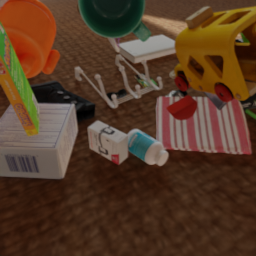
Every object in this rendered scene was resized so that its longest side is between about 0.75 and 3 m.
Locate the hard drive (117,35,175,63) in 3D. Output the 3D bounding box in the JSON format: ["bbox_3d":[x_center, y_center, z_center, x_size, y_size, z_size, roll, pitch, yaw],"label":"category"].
[{"bbox_3d":[1.001,-3.833,13.428,2.686,0.353,1.771,-19,42,-24],"label":"hard drive"}]

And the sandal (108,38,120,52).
[{"bbox_3d":[-0.356,-2.399,7.655,0.273,0.451,1.109,-36,0,4],"label":"sandal"}]

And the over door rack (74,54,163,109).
[{"bbox_3d":[-0.463,-2.015,10.549,2.199,0.991,2.976,-24,44,-26],"label":"over door rack"}]

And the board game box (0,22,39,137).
[{"bbox_3d":[-1.564,-0.663,3.843,0.225,1.500,0.716,-14,39,-6],"label":"board game box"}]

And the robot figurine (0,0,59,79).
[{"bbox_3d":[-3.002,-2.578,7.888,2.090,1.694,2.906,11,48,-10],"label":"robot figurine"}]

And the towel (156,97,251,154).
[{"bbox_3d":[2.166,-0.092,8.380,2.675,0.400,1.957,2,53,4],"label":"towel"}]

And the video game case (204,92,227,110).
[{"bbox_3d":[2.246,-1.253,7.506,0.133,0.999,1.399,-28,73,-20],"label":"video game case"}]

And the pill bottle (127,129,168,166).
[{"bbox_3d":[0.495,0.556,7.543,0.653,0.653,1.179,-31,47,-34],"label":"pill bottle"}]

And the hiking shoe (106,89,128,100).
[{"bbox_3d":[-0.440,-1.129,10.049,0.836,0.362,0.311,-14,73,10],"label":"hiking shoe"}]

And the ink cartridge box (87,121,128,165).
[{"bbox_3d":[-0.557,0.390,7.641,1.093,0.794,0.456,25,44,28],"label":"ink cartridge box"}]

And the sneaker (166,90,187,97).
[{"bbox_3d":[1.524,-0.930,9.405,0.668,0.491,1.477,-19,16,46],"label":"sneaker"}]

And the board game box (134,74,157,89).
[{"bbox_3d":[0.695,-1.853,11.080,0.550,0.123,1.050,-11,39,-17],"label":"board game box"}]

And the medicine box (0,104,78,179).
[{"bbox_3d":[-2.492,0.267,7.586,1.852,1.047,2.034,2,37,2],"label":"medicine box"}]

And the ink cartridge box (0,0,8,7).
[{"bbox_3d":[-3.313,-4.243,8.421,0.317,1.347,1.332,37,59,-16],"label":"ink cartridge box"}]

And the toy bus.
[{"bbox_3d":[1.605,-1.521,5.307,2.692,1.391,2.540,-15,30,29],"label":"toy bus"}]

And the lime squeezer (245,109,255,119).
[{"bbox_3d":[4.637,-0.024,8.465,2.503,0.472,0.884,28,46,33],"label":"lime squeezer"}]

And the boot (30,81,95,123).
[{"bbox_3d":[-2.421,-0.732,9.238,1.821,0.725,2.209,-33,53,-32],"label":"boot"}]

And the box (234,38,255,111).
[{"bbox_3d":[3.673,-1.747,9.390,1.247,2.006,1.490,-12,39,-15],"label":"box"}]

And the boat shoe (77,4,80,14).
[{"bbox_3d":[-0.718,-4.316,9.355,2.040,0.734,0.693,-40,20,-21],"label":"boat shoe"}]

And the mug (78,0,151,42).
[{"bbox_3d":[-0.321,-2.631,6.096,1.366,1.663,1.028,-13,33,4],"label":"mug"}]
